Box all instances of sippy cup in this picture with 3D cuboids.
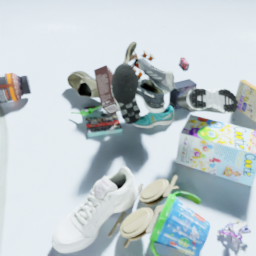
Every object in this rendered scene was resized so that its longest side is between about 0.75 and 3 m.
[{"bbox_3d":[1.343,2.535,7.087,1.233,1.682,1.321,25,0,15],"label":"sippy cup"}]

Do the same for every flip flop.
[{"bbox_3d":[0.102,-2.842,12.073,0.605,0.852,2.102,15,55,1],"label":"flip flop"}]

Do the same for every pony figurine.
[{"bbox_3d":[2.814,2.742,7.350,0.756,0.629,0.730,-15,8,-13],"label":"pony figurine"}]

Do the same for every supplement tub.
[{"bbox_3d":[-5.671,-1.739,12.513,2.452,1.311,1.311,-11,39,-14],"label":"supplement tub"}]

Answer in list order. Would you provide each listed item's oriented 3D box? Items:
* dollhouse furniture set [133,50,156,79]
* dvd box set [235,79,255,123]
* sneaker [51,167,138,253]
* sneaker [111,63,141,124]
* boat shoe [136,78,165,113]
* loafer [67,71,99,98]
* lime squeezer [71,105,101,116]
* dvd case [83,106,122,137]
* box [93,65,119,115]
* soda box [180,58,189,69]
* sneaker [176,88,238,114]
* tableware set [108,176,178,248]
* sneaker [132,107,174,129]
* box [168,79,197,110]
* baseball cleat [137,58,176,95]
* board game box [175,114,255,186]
[{"bbox_3d":[0.958,-3.024,14.287,1.345,1.360,0.701,20,31,-28],"label":"dollhouse furniture set"},{"bbox_3d":[5.170,-1.046,11.598,0.263,1.308,1.788,-14,39,-19],"label":"dvd box set"},{"bbox_3d":[-0.913,2.038,7.455,1.041,1.385,2.780,29,51,35],"label":"sneaker"},{"bbox_3d":[-0.177,-1.400,10.291,0.981,2.647,1.171,-15,49,-6],"label":"sneaker"},{"bbox_3d":[0.734,-1.487,10.759,0.948,0.757,2.508,-13,36,-22],"label":"boat shoe"},{"bbox_3d":[-2.085,-1.999,12.946,2.546,0.957,0.887,23,33,37],"label":"loafer"},{"bbox_3d":[-1.720,-0.672,11.663,1.336,0.252,0.472,-15,13,-4],"label":"lime squeezer"},{"bbox_3d":[-1.105,-0.361,11.612,1.375,0.207,1.884,-8,39,-11],"label":"dvd case"},{"bbox_3d":[-0.828,-1.561,11.553,0.675,0.902,1.801,-21,67,12],"label":"box"},{"bbox_3d":[3.186,-3.671,15.839,0.280,0.310,0.884,-7,38,-8],"label":"soda box"},{"bbox_3d":[2.732,-0.935,9.819,2.575,0.856,1.165,1,-1,-33],"label":"sneaker"},{"bbox_3d":[0.568,2.261,7.744,1.470,0.446,2.224,-22,17,39],"label":"tableware set"},{"bbox_3d":[0.970,-0.490,11.340,1.847,0.735,0.716,-11,39,-13],"label":"sneaker"},{"bbox_3d":[2.391,-1.486,12.341,1.047,1.039,0.645,-16,36,-16],"label":"box"},{"bbox_3d":[1.248,-2.281,11.552,1.005,1.888,0.658,-31,20,36],"label":"baseball cleat"},{"bbox_3d":[3.036,0.680,9.317,2.514,1.318,1.295,17,39,20],"label":"board game box"}]
